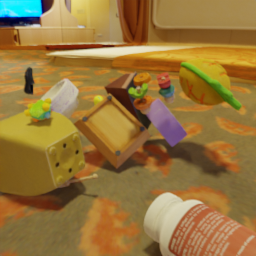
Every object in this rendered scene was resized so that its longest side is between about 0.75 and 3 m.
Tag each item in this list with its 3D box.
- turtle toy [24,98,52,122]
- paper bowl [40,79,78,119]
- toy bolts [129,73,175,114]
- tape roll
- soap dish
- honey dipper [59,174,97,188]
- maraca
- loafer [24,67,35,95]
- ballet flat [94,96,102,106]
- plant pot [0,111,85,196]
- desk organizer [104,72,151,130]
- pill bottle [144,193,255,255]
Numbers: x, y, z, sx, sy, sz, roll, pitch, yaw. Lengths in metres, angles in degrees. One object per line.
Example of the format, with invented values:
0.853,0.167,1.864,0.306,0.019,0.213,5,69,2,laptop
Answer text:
-2.328,-0.483,7.550,0.678,0.470,0.930,-17,30,6,turtle toy
-2.750,-0.882,10.962,2.010,1.045,2.010,-35,27,21,paper bowl
0.829,-1.146,8.972,1.360,0.943,1.299,-14,35,15,toy bolts
1.346,-0.191,10.241,0.733,1.724,1.724,-38,25,5,tape roll
-0.521,0.013,9.479,2.159,0.877,1.699,44,70,9,soap dish
-1.407,1.455,7.837,1.261,0.240,0.240,-15,18,20,honey dipper
2.605,-1.376,9.031,1.820,1.420,2.654,31,13,-34,maraca
-3.617,-1.724,10.364,0.371,1.056,0.358,18,29,6,loafer
-0.989,-0.523,10.799,0.492,1.473,0.494,-26,33,-23,ballet flat
-2.383,0.692,7.777,2.036,1.977,1.990,7,26,34,plant pot
0.083,-0.900,10.668,0.943,2.450,0.878,9,53,31,desk organizer
1.503,2.243,5.327,1.363,1.363,2.430,-19,30,-38,pill bottle
